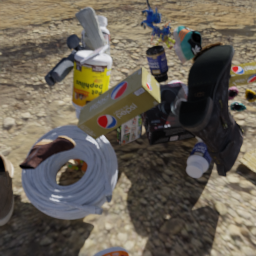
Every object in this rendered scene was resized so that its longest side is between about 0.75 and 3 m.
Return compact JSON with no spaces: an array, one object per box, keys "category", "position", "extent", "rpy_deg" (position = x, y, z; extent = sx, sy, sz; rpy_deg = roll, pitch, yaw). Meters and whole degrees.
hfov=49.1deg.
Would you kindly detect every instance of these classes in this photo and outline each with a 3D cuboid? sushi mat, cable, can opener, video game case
[{"category":"sushi mat","position":[5.378,1.707,9.715],"extent":[1.376,0.174,2.877],"rpy_deg":[-24,45,-27]},{"category":"cable","position":[-1.791,1.343,8.856],"extent":[2.974,1.030,2.975],"rpy_deg":[0,59,8]},{"category":"can opener","position":[-2.078,-2.296,9.115],"extent":[0.644,0.807,2.415],"rpy_deg":[-17,31,29]},{"category":"video game case","position":[-0.822,-1.814,6.900],"extent":[0.558,0.070,0.779],"rpy_deg":[-20,24,23]}]

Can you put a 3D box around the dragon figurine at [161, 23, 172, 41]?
[{"category":"dragon figurine","position":[1.298,-3.366,9.679],"extent":[0.374,0.221,0.753],"rpy_deg":[5,77,-12]}]

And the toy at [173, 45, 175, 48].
[{"category":"toy","position":[2.437,-3.960,12.902],"extent":[0.660,1.147,0.271],"rpy_deg":[36,62,16]}]

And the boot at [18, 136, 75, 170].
[{"category":"boot","position":[-1.778,0.603,6.192],"extent":[1.089,0.394,0.906],"rpy_deg":[-4,35,29]}]

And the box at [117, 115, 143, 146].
[{"category":"box","position":[0.081,-0.234,10.721],"extent":[1.036,1.882,0.327],"rpy_deg":[-23,48,-26]}]

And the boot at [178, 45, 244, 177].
[{"category":"boot","position":[2.540,-0.440,7.711],"extent":[1.027,2.582,2.966],"rpy_deg":[7,64,47]}]

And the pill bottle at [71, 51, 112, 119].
[{"category":"pill bottle","position":[-1.233,-1.326,9.179],"extent":[1.175,2.151,1.175],"rpy_deg":[8,27,-4]}]

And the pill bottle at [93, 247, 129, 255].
[{"category":"pill bottle","position":[-0.178,3.932,6.237],"extent":[1.186,1.186,2.165],"rpy_deg":[-14,42,-16]}]

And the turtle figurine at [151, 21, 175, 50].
[{"category":"turtle figurine","position":[1.566,-3.651,11.383],"extent":[0.946,1.173,0.378],"rpy_deg":[29,31,-26]}]

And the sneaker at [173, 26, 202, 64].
[{"category":"sneaker","position":[2.123,-3.014,9.691],"extent":[0.870,0.777,2.177],"rpy_deg":[-24,36,26]}]

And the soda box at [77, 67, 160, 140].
[{"category":"soda box","position":[-0.288,-0.573,7.263],"extent":[2.249,0.720,0.762],"rpy_deg":[-28,39,30]}]

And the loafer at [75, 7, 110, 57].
[{"category":"loafer","position":[-1.221,-3.123,9.853],"extent":[0.733,2.100,0.734],"rpy_deg":[-19,6,9]}]

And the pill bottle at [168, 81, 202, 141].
[{"category":"pill bottle","position":[2.562,-0.617,11.404],"extent":[1.602,1.602,2.826],"rpy_deg":[-21,44,-24]}]

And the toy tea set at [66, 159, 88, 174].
[{"category":"toy tea set","position":[-2.072,1.334,10.039],"extent":[1.593,0.590,0.947],"rpy_deg":[23,15,29]}]

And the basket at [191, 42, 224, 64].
[{"category":"basket","position":[3.398,-2.925,11.684],"extent":[1.485,1.060,1.107],"rpy_deg":[-26,4,20]}]

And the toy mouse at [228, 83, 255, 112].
[{"category":"toy mouse","position":[3.301,-0.881,8.566],"extent":[1.115,1.254,0.243],"rpy_deg":[-30,30,37]}]

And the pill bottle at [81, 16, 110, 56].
[{"category":"pill bottle","position":[-1.272,-3.292,10.982],"extent":[1.106,1.909,1.106],"rpy_deg":[-1,5,0]}]

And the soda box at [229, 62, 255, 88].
[{"category":"soda box","position":[4.319,-2.021,10.647],"extent":[1.867,0.598,0.632],"rpy_deg":[-11,53,-16]}]

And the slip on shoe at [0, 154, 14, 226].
[{"category":"slip on shoe","position":[-4.182,1.899,9.003],"extent":[0.984,0.784,2.587],"rpy_deg":[-7,40,-8]}]

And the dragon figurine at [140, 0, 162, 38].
[{"category":"dragon figurine","position":[0.962,-4.244,10.703],"extent":[0.861,1.733,0.510],"rpy_deg":[5,-6,30]}]

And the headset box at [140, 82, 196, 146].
[{"category":"headset box","position":[1.126,-0.545,8.602],"extent":[1.459,0.757,1.960],"rpy_deg":[-9,54,-8]}]

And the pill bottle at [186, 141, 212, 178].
[{"category":"pill bottle","position":[2.547,1.123,9.960],"extent":[0.756,0.756,1.362],"rpy_deg":[19,43,21]}]

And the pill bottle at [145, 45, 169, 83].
[{"category":"pill bottle","position":[1.079,-2.269,10.060],"extent":[0.684,1.224,0.684],"rpy_deg":[-13,33,9]}]
